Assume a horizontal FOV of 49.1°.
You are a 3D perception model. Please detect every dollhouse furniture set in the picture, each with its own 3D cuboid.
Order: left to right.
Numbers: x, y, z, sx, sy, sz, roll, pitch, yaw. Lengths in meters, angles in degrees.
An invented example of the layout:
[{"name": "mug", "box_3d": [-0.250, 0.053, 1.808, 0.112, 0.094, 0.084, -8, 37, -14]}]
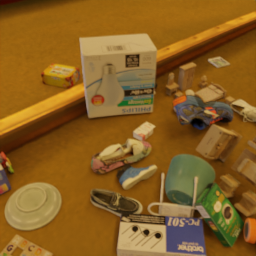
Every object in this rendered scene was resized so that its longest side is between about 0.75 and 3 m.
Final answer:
[{"name": "dollhouse furniture set", "box_3d": [3.351, -1.862, 12.943, 2.132, 1.221, 2.500, -24, 46, -25]}, {"name": "dollhouse furniture set", "box_3d": [3.763, 1.105, 8.972, 1.708, 2.253, 2.571, 13, 23, -49]}]

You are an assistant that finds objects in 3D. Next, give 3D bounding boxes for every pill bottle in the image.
[{"name": "pill bottle", "box_3d": [4.133, 2.940, 7.598, 1.788, 0.950, 0.950, 7, 41, 9]}]

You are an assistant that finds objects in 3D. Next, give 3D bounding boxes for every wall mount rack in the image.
[{"name": "wall mount rack", "box_3d": [1.425, 2.101, 8.182, 1.644, 1.428, 0.613, 5, 32, 6]}]

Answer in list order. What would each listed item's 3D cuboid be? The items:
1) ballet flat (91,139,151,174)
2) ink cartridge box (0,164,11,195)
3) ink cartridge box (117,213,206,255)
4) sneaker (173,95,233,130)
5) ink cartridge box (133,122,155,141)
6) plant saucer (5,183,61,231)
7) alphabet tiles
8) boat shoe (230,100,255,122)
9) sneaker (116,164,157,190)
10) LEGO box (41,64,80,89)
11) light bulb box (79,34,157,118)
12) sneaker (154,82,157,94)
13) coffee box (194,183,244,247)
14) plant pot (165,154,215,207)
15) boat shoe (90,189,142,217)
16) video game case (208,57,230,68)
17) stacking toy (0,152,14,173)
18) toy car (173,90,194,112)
[{"name": "ballet flat", "box_3d": [-0.187, 0.878, 10.038, 2.444, 0.870, 0.845, -20, 45, -22]}, {"name": "ink cartridge box", "box_3d": [-5.193, 1.545, 9.072, 1.978, 1.107, 2.899, -27, 46, -27]}, {"name": "ink cartridge box", "box_3d": [0.899, 3.043, 7.807, 2.327, 0.514, 1.094, 4, 42, 4]}, {"name": "sneaker", "box_3d": [3.023, -0.455, 11.227, 2.970, 1.119, 1.165, 7, 76, -26]}, {"name": "ink cartridge box", "box_3d": [0.661, 0.147, 11.326, 0.499, 0.289, 0.857, 30, 50, 31]}, {"name": "plant saucer", "box_3d": [-2.979, 2.312, 8.722, 1.729, 0.434, 1.729, 0, 41, 0]}, {"name": "alphabet tiles", "box_3d": [-2.814, 3.697, 7.403, 1.568, 0.059, 1.311, 17, 43, 20]}, {"name": "boat shoe", "box_3d": [5.074, -0.646, 11.982, 0.739, 0.640, 1.733, -20, 43, -22]}, {"name": "sneaker", "box_3d": [0.254, 1.468, 9.610, 1.390, 0.534, 0.773, -27, 56, -19]}, {"name": "LEGO box", "box_3d": [-3.445, -2.669, 14.333, 1.573, 0.607, 1.171, 13, 42, 14]}, {"name": "light bulb box", "box_3d": [-0.449, -2.193, 11.939, 2.930, 2.956, 1.844, -6, 39, -7]}, {"name": "sneaker", "box_3d": [1.245, -2.005, 13.730, 0.522, 0.372, 1.053, -17, 38, -11]}, {"name": "coffee box", "box_3d": [2.595, 2.459, 7.941, 0.950, 0.340, 1.545, -41, 96, -36]}, {"name": "plant pot", "box_3d": [1.811, 1.741, 8.681, 1.467, 1.467, 1.177, 18, 51, 20]}, {"name": "boat shoe", "box_3d": [-0.422, 2.284, 8.549, 1.693, 0.600, 0.610, 8, 54, 15]}, {"name": "video game case", "box_3d": [5.164, -3.733, 15.953, 0.846, 0.109, 0.930, -16, 43, -17]}, {"name": "stacking toy", "box_3d": [-4.319, 1.278, 9.743, 0.326, 0.772, 0.699, -27, 58, -17]}, {"name": "toy car", "box_3d": [2.596, -1.046, 12.378, 0.821, 0.959, 1.095, 36, 47, -16]}]
